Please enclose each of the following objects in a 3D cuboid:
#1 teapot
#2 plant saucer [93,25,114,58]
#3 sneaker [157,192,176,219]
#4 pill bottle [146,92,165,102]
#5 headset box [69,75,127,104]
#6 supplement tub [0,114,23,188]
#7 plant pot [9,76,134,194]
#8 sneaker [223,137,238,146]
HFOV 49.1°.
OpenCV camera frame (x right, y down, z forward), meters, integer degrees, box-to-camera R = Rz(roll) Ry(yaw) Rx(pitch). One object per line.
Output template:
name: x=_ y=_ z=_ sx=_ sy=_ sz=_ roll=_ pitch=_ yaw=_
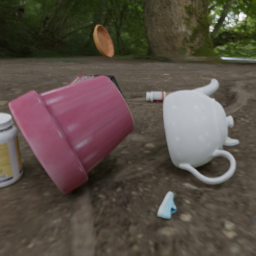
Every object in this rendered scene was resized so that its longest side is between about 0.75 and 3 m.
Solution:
teapot: x=2.390 y=0.026 z=9.241 sx=2.057 sy=2.816 sz=2.779 roll=-8 pitch=13 yaw=17
plant saucer: x=-1.169 y=-3.988 z=13.043 sx=0.288 sy=1.536 sz=1.536 roll=-16 pitch=13 yaw=24
sneaker: x=1.088 y=2.058 z=7.330 sx=0.392 sy=0.354 sz=0.957 roll=20 pitch=32 yaw=18
pill bottle: x=1.785 y=-1.997 z=18.058 sx=1.188 sy=0.651 sz=0.651 roll=1 pitch=20 yaw=2
headset box: x=-1.481 y=-1.431 z=13.008 sx=2.560 sy=1.905 sz=0.989 roll=9 pitch=49 yaw=39
supplement tub: x=-4.102 y=0.680 z=8.609 sx=1.450 sy=1.995 sz=1.450 roll=0 pitch=20 yaw=0
plant pot: x=-1.414 y=-0.060 z=8.007 sx=2.640 sy=2.949 sz=2.949 roll=-31 pitch=29 yaw=-14
sneaker: x=4.042 y=0.512 z=11.512 sx=1.016 sy=0.360 sz=0.371 roll=0 pitch=20 yaw=-1
